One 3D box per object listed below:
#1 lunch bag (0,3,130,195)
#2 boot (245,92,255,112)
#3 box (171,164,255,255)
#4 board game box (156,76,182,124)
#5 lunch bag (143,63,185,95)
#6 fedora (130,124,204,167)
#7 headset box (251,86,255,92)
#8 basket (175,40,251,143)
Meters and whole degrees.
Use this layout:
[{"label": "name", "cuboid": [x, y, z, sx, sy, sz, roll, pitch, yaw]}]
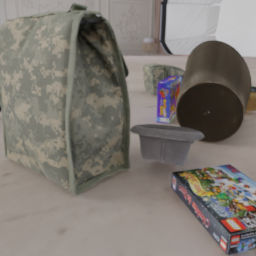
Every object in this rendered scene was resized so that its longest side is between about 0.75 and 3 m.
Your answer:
[{"label": "lunch bag", "cuboid": [-1.291, -0.681, 5.391, 2.453, 2.991, 1.758, 14, 23, 39]}, {"label": "boot", "cuboid": [3.532, -0.706, 9.136, 1.773, 0.669, 2.024, -6, 7, 27]}, {"label": "box", "cuboid": [1.519, 1.097, 4.217, 1.154, 0.318, 1.690, -5, 18, -15]}, {"label": "board game box", "cuboid": [1.381, -0.994, 9.251, 0.411, 1.234, 1.835, 7, 19, 20]}, {"label": "lunch bag", "cuboid": [1.701, -2.338, 13.113, 1.651, 1.371, 1.968, -9, 16, -8]}, {"label": "fedora", "cuboid": [0.745, 0.354, 5.623, 1.460, 0.745, 1.650, 6, 4, 3]}, {"label": "headset box", "cuboid": [4.766, -1.290, 11.218, 1.128, 0.601, 1.296, -2, 18, -7]}, {"label": "basket", "cuboid": [2.361, -0.948, 7.766, 1.924, 2.551, 2.829, -20, 16, 29]}]
